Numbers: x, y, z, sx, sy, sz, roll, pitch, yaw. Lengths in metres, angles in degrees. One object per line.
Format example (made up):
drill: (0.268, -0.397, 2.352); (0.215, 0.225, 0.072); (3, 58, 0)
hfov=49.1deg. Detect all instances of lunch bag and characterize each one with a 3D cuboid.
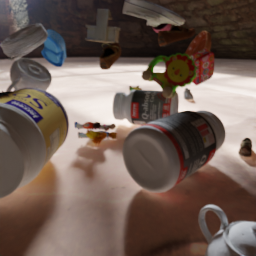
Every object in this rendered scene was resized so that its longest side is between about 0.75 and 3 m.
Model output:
lunch bag: (2.671, -2.241, 10.519); (1.093, 1.241, 0.509); (-28, 46, -11)

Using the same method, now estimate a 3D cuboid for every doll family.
doll family: (-0.979, 0.197, 9.478); (1.068, 0.776, 1.721); (1, -1, 24)

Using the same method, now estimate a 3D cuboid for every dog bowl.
dog bowl: (-3.114, -3.326, 11.731); (1.053, 1.889, 0.468); (29, 66, 4)

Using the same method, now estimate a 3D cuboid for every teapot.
teapot: (1.717, 1.787, 3.932); (1.380, 1.008, 1.362); (3, 18, 10)
teapot: (-5.800, -2.664, 16.206); (2.520, 1.840, 2.487); (14, 37, -40)

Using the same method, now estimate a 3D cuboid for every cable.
cable: (-3.709, -3.132, 9.980); (1.680, 0.582, 1.681); (-34, 36, -11)

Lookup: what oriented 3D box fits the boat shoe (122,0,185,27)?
boat shoe: (0.802, -3.622, 9.054); (2.023, 0.661, 0.744); (23, 28, 3)

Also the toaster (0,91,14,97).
toaster: (-4.535, -0.919, 11.795); (2.002, 1.188, 1.810); (-9, 20, -25)

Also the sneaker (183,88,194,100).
sneaker: (3.387, -1.903, 15.834); (0.497, 0.523, 1.300); (0, 20, -5)

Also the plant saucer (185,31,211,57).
plant saucer: (2.854, -2.989, 12.001); (0.371, 2.300, 2.300); (23, 15, -11)

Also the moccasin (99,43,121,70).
moccasin: (-0.672, -2.713, 10.130); (0.588, 0.620, 1.607); (9, 42, 21)

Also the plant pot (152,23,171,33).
plant pot: (1.706, -4.886, 13.534); (0.938, 0.938, 0.839); (11, -11, 30)

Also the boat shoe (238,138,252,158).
boat shoe: (3.586, 0.580, 8.549); (0.406, 0.385, 1.072); (7, 20, 19)

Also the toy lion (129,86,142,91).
toy lion: (0.472, -2.495, 18.101); (0.813, 0.279, 0.780); (-2, 26, -5)

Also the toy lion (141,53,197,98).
toy lion: (1.328, -1.737, 8.709); (1.458, 1.397, 0.500); (42, 20, 20)

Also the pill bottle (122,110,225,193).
pill bottle: (1.290, 0.423, 7.102); (1.578, 1.578, 2.723); (16, 25, 40)

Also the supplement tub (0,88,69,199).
supplement tub: (-2.799, 0.235, 6.911); (2.072, 2.072, 2.850); (1, 18, 4)

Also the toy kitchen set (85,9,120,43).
toy kitchen set: (-0.905, -4.858, 13.561); (1.748, 1.426, 1.577); (16, 18, 29)

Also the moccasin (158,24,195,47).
moccasin: (1.433, -2.791, 8.262); (1.467, 0.566, 0.537); (-22, 16, -29)

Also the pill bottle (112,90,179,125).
pill bottle: (0.699, -0.779, 11.027); (2.433, 1.409, 1.409); (4, 19, 16)
